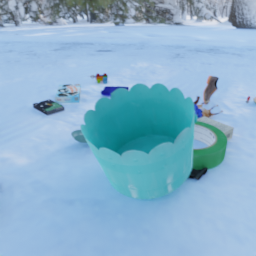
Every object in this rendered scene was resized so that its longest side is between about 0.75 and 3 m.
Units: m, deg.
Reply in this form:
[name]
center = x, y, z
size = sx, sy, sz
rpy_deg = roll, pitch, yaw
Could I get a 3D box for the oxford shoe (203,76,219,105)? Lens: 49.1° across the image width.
[oxford shoe]
center = 4.053, -1.829, 13.713
size = 0.523, 1.434, 0.511
rpy_deg = 16, 8, 36

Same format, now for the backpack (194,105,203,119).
[backpack]
center = 2.617, -0.495, 11.625
size = 0.852, 0.825, 1.016
rpy_deg = 12, 28, 17

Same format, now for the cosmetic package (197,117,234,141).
[cosmetic package]
center = 3.276, 0.062, 10.854
size = 0.712, 0.503, 1.376
rpy_deg = -20, 31, -34

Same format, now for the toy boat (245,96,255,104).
[toy boat]
center = 6.280, -1.329, 13.909
size = 0.811, 0.377, 0.682
rpy_deg = 12, 32, 6

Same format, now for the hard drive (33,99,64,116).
[hard drive]
center = -3.761, -0.975, 13.235
size = 1.344, 0.254, 0.939
rpy_deg = 23, 34, 39

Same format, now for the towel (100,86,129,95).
[towel]
center = -0.708, -1.959, 15.159
size = 1.386, 0.343, 1.023
rpy_deg = 3, 28, 12

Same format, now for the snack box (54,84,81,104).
[snack box]
center = -3.143, -1.836, 14.834
size = 1.211, 0.387, 2.084
rpy_deg = -3, 26, -6

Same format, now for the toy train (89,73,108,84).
[toy train]
center = -1.842, -2.926, 17.007
size = 1.226, 0.519, 0.710
rpy_deg = -3, 40, -5

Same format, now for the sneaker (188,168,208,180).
[sneaker]
center = 2.088, 1.352, 8.539
size = 0.394, 0.227, 0.756
rpy_deg = 26, 40, 34

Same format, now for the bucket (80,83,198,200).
[bucket]
center = 0.412, 0.330, 7.872
size = 3.082, 2.005, 3.082
rpy_deg = -9, 39, 7

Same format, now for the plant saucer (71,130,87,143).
[plant saucer]
center = -1.611, 0.342, 10.099
size = 0.903, 0.903, 0.162
rpy_deg = 1, 63, 3

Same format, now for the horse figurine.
[horse figurine]
center = 3.466, -0.855, 12.718
size = 1.071, 0.403, 1.616
rpy_deg = -28, 42, -15

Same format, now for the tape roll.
[tape roll]
center = 2.053, 0.519, 9.778
size = 2.633, 0.633, 2.633
rpy_deg = 0, 27, 0
